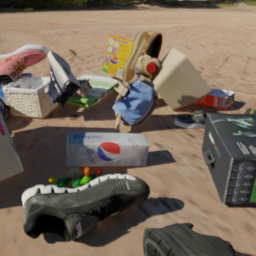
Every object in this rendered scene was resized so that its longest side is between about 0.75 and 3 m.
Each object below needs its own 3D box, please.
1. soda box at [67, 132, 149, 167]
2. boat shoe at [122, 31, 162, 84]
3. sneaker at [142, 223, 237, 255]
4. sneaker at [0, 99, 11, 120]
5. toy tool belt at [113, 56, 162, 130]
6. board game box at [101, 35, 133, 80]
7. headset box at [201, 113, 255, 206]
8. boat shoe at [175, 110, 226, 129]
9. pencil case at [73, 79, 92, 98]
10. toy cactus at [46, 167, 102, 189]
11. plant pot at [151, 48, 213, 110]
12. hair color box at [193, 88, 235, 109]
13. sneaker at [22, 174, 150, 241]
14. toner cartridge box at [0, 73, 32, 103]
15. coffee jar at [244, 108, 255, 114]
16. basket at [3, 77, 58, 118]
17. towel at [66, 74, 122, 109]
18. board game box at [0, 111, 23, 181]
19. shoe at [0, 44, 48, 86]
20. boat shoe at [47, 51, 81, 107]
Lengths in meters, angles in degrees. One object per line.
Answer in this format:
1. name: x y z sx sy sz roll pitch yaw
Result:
1. soda box: -0.526 0.544 7.126 2.019 0.640 0.689 2 25 -13
2. boat shoe: 0.583 -2.324 10.271 1.032 2.795 1.057 5 -11 40
3. sneaker: 1.285 2.106 3.940 1.132 0.947 2.494 -9 26 -32
4. sneaker: -5.110 -0.773 9.833 1.269 1.097 2.897 4 18 -45
5. toy tool belt: 0.286 -1.014 8.554 1.404 2.248 1.382 31 26 5
6. board game box: 0.096 -2.936 12.104 1.623 1.622 1.624 -1 23 -44
7. headset box: 3.115 0.636 6.546 2.628 1.219 2.288 1 26 1
8. boat shoe: 2.397 -0.312 9.110 1.707 0.565 0.597 6 29 10
9. pencil case: -2.200 -1.645 10.733 1.576 0.705 0.613 14 -10 19
10. toy cactus: -1.206 1.162 6.335 1.419 0.726 1.171 -18 21 -11
11. plant pot: 1.766 -1.672 10.315 1.511 1.705 1.707 -41 23 11
12. hair color box: 3.234 -1.193 10.840 1.483 0.474 0.822 17 32 37
13. sneaker: -0.786 1.579 5.302 2.544 0.846 1.151 -6 31 -5
14. toner cartridge box: -4.879 -1.547 10.918 2.277 1.081 0.491 -2 28 -3
15. coffee jar: 4.175 -0.304 9.028 0.893 0.381 0.465 28 -2 19
16. basket: -3.425 -1.121 10.029 1.380 1.110 1.368 6 28 13
17. towel: -1.692 -1.598 11.862 2.174 0.447 2.914 11 32 24
18. board game box: -3.611 -0.467 6.681 0.957 2.197 2.978 -22 53 -21
19. shoe: -3.985 -2.209 10.151 2.306 0.824 1.049 -13 61 8
20. boat shoe: -2.461 -1.697 9.559 0.840 1.043 2.250 26 23 -45
